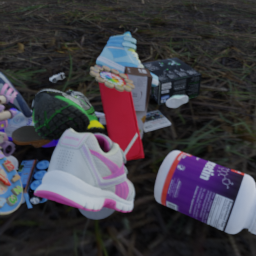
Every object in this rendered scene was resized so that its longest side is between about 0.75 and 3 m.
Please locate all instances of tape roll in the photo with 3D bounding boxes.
[{"bbox_3d":[-0.742,1.695,6.758,0.982,0.324,0.982,0,38,0],"label":"tape roll"}]

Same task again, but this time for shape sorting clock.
[{"bbox_3d":[-2.370,0.804,4.823,0.293,1.496,1.496,-35,40,3],"label":"shape sorting clock"}]

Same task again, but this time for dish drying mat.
[{"bbox_3d":[-0.175,-0.294,7.013,0.863,0.204,2.247,-6,79,-25],"label":"dish drying mat"}]

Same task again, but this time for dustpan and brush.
[{"bbox_3d":[-3.196,0.891,7.308,0.879,0.360,1.259,16,8,-5],"label":"dustpan and brush"}]

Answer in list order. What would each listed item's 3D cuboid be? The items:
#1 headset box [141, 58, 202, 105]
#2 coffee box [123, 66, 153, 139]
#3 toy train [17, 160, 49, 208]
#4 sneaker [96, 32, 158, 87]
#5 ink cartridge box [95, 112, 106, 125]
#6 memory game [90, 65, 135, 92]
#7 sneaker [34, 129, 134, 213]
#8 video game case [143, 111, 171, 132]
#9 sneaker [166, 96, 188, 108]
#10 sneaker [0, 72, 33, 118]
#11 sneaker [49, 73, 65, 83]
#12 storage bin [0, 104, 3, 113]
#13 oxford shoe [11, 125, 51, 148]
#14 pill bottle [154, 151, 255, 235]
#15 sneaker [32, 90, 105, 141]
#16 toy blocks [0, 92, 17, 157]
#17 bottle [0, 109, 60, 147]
[{"bbox_3d":[1.593,-2.004,11.451,1.852,0.987,2.127,-14,37,-18],"label":"headset box"},{"bbox_3d":[0.149,-0.785,8.592,0.781,1.960,1.121,6,24,-8],"label":"coffee box"},{"bbox_3d":[-2.372,1.357,6.972,0.811,0.615,1.420,-7,31,-1],"label":"toy train"},{"bbox_3d":[0.186,-2.372,9.475,2.231,1.456,0.887,23,-1,-4],"label":"sneaker"},{"bbox_3d":[-1.373,-0.365,8.635,1.515,0.356,1.497,10,6,30],"label":"ink cartridge box"},{"bbox_3d":[-0.361,-1.167,6.536,1.130,0.072,1.130,20,30,-12],"label":"memory game"},{"bbox_3d":[-0.498,0.843,5.417,1.211,2.978,1.314,11,78,16],"label":"sneaker"},{"bbox_3d":[0.818,-0.239,9.710,1.000,0.117,0.909,-15,38,-18],"label":"video game case"},{"bbox_3d":[1.411,-0.819,8.821,0.875,0.322,0.516,-16,14,-33],"label":"sneaker"},{"bbox_3d":[-3.550,-0.838,8.316,0.711,0.608,1.733,-39,76,-18],"label":"sneaker"},{"bbox_3d":[-3.156,-2.244,12.444,0.306,0.284,0.756,19,38,38],"label":"sneaker"},{"bbox_3d":[-5.261,-0.211,8.971,2.023,0.955,2.038,26,43,33],"label":"storage bin"},{"bbox_3d":[-2.372,0.282,7.275,0.611,0.610,1.712,35,16,15],"label":"oxford shoe"},{"bbox_3d":[1.856,1.461,6.262,2.347,1.320,1.320,18,39,23],"label":"pill bottle"},{"bbox_3d":[-1.386,-0.342,6.203,1.025,2.628,1.120,-27,78,4],"label":"sneaker"},{"bbox_3d":[-3.120,-0.149,6.794,1.418,1.325,1.193,12,20,26],"label":"toy blocks"},{"bbox_3d":[-2.571,0.057,8.610,2.674,0.873,1.117,10,35,12],"label":"bottle"}]
